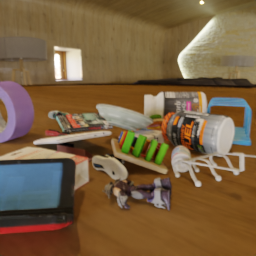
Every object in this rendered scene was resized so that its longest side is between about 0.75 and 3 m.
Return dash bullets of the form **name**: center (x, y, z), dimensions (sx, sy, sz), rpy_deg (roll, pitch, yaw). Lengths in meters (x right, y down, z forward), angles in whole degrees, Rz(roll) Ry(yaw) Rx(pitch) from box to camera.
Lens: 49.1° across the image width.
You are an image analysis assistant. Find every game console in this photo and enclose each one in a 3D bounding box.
- **game console**: center (-2.281, 1.106, 5.083), dimensions (2.501, 1.484, 2.155), rpy_deg (-2, -17, -7)

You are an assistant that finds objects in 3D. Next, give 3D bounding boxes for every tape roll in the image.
- **tape roll**: center (-5.050, -0.665, 11.335), dimensions (2.367, 2.367, 1.006), rpy_deg (6, 16, 25)

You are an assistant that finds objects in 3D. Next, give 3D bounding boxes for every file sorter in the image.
- **file sorter**: center (4.261, -0.380, 12.014), dimensions (1.774, 1.569, 2.557), rpy_deg (5, 13, 17)

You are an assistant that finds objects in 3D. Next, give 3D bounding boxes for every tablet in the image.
- **tablet**: center (-2.119, 0.362, 10.209), dimensions (1.943, 0.204, 2.985), rpy_deg (-8, 1, -33)

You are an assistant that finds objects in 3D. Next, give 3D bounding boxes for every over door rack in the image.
- **over door rack**: center (2.507, 0.990, 7.232), dimensions (1.681, 0.758, 2.276), rpy_deg (-8, -6, -33)

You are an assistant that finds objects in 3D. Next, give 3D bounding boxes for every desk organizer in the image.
- **desk organizer**: center (-1.759, 0.807, 9.174), dimensions (1.199, 0.462, 0.430), rpy_deg (7, 14, 29)

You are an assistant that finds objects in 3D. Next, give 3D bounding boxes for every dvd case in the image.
- **dvd case**: center (-2.183, -0.290, 13.882), dimensions (2.407, 0.265, 1.757), rpy_deg (-7, 26, -24)

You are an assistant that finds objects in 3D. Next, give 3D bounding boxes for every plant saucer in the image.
- **plant saucer**: center (-0.179, -0.301, 10.495), dimensions (2.205, 0.553, 2.205), rpy_deg (15, -6, 1)

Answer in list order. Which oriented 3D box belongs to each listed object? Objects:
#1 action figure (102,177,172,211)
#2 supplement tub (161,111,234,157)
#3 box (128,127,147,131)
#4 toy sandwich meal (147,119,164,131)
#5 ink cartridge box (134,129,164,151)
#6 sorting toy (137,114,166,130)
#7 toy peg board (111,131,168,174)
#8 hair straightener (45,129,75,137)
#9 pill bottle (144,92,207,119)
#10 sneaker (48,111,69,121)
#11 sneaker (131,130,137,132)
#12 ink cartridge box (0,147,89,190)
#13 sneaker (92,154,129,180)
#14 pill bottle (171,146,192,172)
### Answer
- **action figure**: center (0.158, 1.440, 6.271), dimensions (1.585, 0.550, 1.031), rpy_deg (0, 19, 15)
- **supplement tub**: center (2.438, 0.132, 10.040), dimensions (2.305, 1.412, 1.412), rpy_deg (10, 16, 42)
- **box**: center (0.610, -0.048, 13.402), dimensions (1.273, 0.308, 0.747), rpy_deg (-2, 15, -20)
- **toy sandwich meal**: center (1.663, 0.057, 12.162), dimensions (1.767, 0.605, 1.767), rpy_deg (8, -12, 2)
- **ink cartridge box**: center (0.504, 0.492, 10.283), dimensions (0.988, 0.578, 1.703), rpy_deg (8, 13, 33)
- **sorting toy**: center (1.124, -0.120, 12.820), dimensions (2.177, 0.750, 0.755), rpy_deg (-4, -30, -19)
- **toy peg board**: center (0.399, 0.540, 8.434), dimensions (1.587, 0.776, 1.580), rpy_deg (21, 9, -11)
- **hair straightener**: center (-2.918, 0.219, 12.273), dimensions (1.327, 0.272, 0.511), rpy_deg (2, 13, 11)
- **pill bottle**: center (2.327, -0.951, 14.199), dimensions (2.999, 1.745, 1.745), rpy_deg (0, 12, 4)
- **sneaker**: center (-4.033, -0.670, 15.791), dimensions (1.296, 0.542, 0.783), rpy_deg (4, 3, 12)
- **sneaker**: center (0.408, 0.183, 11.886), dimensions (0.404, 0.343, 0.931), rpy_deg (48, 29, 12)
- **ink cartridge box**: center (-2.243, 1.099, 7.256), dimensions (2.138, 0.721, 1.245), rpy_deg (8, 15, 27)
- **sneaker**: center (-0.293, 1.020, 8.020), dimensions (0.844, 0.551, 1.509), rpy_deg (-9, 16, -39)
- **pill bottle**: center (1.608, 0.897, 8.507), dimensions (0.578, 0.578, 1.062), rpy_deg (2, 12, 8)
